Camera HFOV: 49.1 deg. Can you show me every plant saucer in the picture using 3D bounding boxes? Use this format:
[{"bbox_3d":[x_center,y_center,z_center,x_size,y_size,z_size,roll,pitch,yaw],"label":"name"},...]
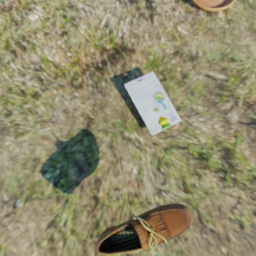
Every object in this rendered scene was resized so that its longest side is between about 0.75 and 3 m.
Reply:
[{"bbox_3d":[2.973,-4.805,9.954,1.719,0.322,1.719,0,71,-1],"label":"plant saucer"}]

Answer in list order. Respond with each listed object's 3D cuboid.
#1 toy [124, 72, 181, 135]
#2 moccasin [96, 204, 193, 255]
[{"bbox_3d":[0.719,-0.714,8.539,1.020,0.418,1.772,-26,76,-12],"label":"toy"},{"bbox_3d":[0.303,2.122,5.760,2.107,0.813,0.771,-18,86,14],"label":"moccasin"}]
